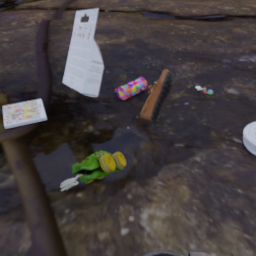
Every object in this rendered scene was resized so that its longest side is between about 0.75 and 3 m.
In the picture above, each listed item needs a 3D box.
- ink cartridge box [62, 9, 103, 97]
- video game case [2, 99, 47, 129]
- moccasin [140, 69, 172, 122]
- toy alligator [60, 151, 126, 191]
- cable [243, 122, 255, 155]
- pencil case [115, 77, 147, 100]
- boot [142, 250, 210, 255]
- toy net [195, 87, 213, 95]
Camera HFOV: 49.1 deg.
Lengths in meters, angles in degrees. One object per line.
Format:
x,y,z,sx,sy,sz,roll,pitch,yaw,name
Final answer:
-1.428,-2.547,9.520,0.749,2.625,2.133,11,12,-33,ink cartridge box
-4.168,-0.598,11.229,1.566,0.179,1.426,-14,41,-17,video game case
1.069,-1.266,10.748,0.809,2.095,0.766,23,3,35,moccasin
-0.879,0.974,7.187,0.935,2.821,0.678,-30,79,19,toy alligator
4.800,0.397,9.698,1.611,0.558,1.610,-1,40,0,cable
0.164,-1.746,12.332,1.444,0.638,0.638,-27,46,-32,pencil case
1.110,3.533,5.611,2.230,0.772,1.941,-3,38,-7,boot
3.378,-1.652,12.582,0.813,0.157,0.426,20,46,26,toy net
